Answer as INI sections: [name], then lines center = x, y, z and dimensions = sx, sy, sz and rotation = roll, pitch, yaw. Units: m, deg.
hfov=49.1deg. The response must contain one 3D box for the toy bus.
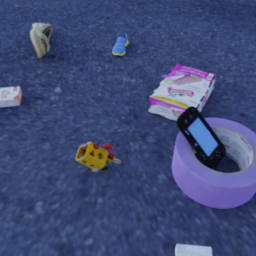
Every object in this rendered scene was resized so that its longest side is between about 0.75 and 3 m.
[toy bus]
center = -0.804, 0.835, 7.213
dimensions = 1.094, 1.032, 0.565
rotation = 8, 58, 8

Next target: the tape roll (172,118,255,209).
[tape roll]
center = 2.301, 0.836, 7.215
dimensions = 2.257, 0.959, 2.257
rotation = 1, 45, -1

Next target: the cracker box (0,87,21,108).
[cracker box]
center = -4.235, -1.041, 9.544
dimensions = 1.059, 0.305, 0.709
rotation = -7, 46, -8

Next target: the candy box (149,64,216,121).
[candy box]
center = 1.855, -1.188, 9.415
dimensions = 1.545, 0.691, 2.265
rotation = 21, 49, 19

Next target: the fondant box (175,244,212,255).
[fondant box]
center = 1.334, 2.912, 5.608
dimensions = 0.731, 0.295, 1.013
rotation = 4, 46, 3

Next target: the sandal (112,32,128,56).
[sandal]
center = -0.336, -3.580, 11.877
dimensions = 0.563, 0.616, 1.415
rotation = 7, 47, 4

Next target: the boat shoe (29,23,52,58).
[boat shoe]
center = -3.628, -3.801, 11.907
dimensions = 0.798, 0.926, 2.538
rotation = -12, 39, -6

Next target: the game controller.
[game controller]
center = 1.825, 0.237, 6.981
dimensions = 1.582, 0.333, 0.825
rotation = 52, 51, -5
